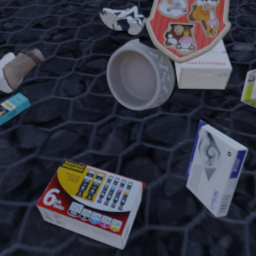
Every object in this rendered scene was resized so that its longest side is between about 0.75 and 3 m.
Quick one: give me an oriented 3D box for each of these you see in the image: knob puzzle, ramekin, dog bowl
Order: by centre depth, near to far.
[{"bbox_3d":[1.449,-2.630,6.970,2.348,0.326,2.348,-3,74,11],"label":"knob puzzle"},{"bbox_3d":[0.253,-1.407,7.835,2.020,2.020,0.592,30,39,23],"label":"dog bowl"},{"bbox_3d":[-3.860,-1.732,9.042,1.240,0.605,1.240,-25,49,31],"label":"ramekin"}]

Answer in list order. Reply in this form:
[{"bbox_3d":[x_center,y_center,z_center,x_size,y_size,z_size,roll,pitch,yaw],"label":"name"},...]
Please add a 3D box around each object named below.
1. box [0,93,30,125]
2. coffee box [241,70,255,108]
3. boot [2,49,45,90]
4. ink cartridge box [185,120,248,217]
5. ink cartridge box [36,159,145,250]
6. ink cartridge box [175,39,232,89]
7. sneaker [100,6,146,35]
[{"bbox_3d":[-4.403,-0.690,10.350,0.579,0.346,1.408,32,57,25],"label":"box"},{"bbox_3d":[4.076,-1.118,8.168,0.967,0.958,0.969,19,83,-15],"label":"coffee box"},{"bbox_3d":[-2.516,-1.518,6.856,0.982,0.472,1.343,-28,46,-5],"label":"boot"},{"bbox_3d":[1.235,0.578,4.367,0.229,1.128,1.130,0,22,-22],"label":"ink cartridge box"},{"bbox_3d":[-0.892,1.824,7.760,2.364,0.991,2.076,15,50,13],"label":"ink cartridge box"},{"bbox_3d":[2.971,-2.868,11.712,1.953,1.103,2.666,1,49,1],"label":"ink cartridge box"},{"bbox_3d":[-0.151,-5.675,14.264,2.308,0.921,1.502,21,51,17],"label":"sneaker"}]
